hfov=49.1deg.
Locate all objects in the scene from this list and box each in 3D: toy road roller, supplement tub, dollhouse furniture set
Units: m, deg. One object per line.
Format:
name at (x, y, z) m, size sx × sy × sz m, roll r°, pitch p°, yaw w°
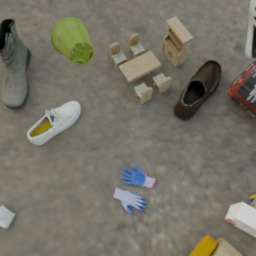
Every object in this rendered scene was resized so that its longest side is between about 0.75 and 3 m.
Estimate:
toy road roller at (2.036, 4.036, 6.725) m, size 1.606 × 1.907 × 2.613 m, roll 40°, pitch 75°, yaw 13°
supplement tub at (4.603, -0.702, 8.712) m, size 1.508 × 1.508 × 2.821 m, roll -40°, pitch 76°, yaw -13°
dollhouse furniture set at (0.825, -2.395, 9.339) m, size 2.275 × 1.481 × 2.090 m, roll -29°, pitch 72°, yaw -10°

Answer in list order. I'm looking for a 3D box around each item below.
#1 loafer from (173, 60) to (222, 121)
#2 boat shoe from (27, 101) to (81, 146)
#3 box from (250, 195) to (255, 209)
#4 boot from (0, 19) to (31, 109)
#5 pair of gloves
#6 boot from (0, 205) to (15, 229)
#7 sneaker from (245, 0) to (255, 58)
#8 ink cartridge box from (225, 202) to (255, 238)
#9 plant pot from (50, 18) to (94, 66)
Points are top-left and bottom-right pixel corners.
loafer at (2.431, -1.350, 9.261) m, size 0.913 × 0.893 × 2.502 m, roll 30°, pitch 73°, yaw 11°
boat shoe at (-2.376, -0.273, 8.893) m, size 1.970 × 0.840 × 0.728 m, roll -37°, pitch 74°, yaw -13°
box at (4.353, 2.240, 8.146) m, size 1.419 × 0.497 × 0.456 m, roll 4°, pitch 70°, yaw 1°
boot at (-3.884, -2.063, 9.091) m, size 0.884 × 1.706 × 2.612 m, roll -2°, pitch 70°, yaw -1°
pair of gloves at (0.169, 1.865, 8.474) m, size 1.101 × 0.156 × 1.369 m, roll 21°, pitch 70°, yaw 8°
boot at (-3.831, 2.472, 8.171) m, size 1.046 × 0.385 × 0.500 m, roll 28°, pitch 65°, yaw 2°
sneaker at (3.640, -2.720, 7.030) m, size 1.133 × 2.025 × 0.740 m, roll 8°, pitch 44°, yaw 24°
ink cartridge box at (3.625, 2.705, 7.759) m, size 1.559 × 0.908 × 0.526 m, roll 29°, pitch 72°, yaw 9°
plant pot at (-1.308, -2.049, 6.978) m, size 1.029 × 1.029 × 0.977 m, roll -25°, pitch 49°, yaw -9°
